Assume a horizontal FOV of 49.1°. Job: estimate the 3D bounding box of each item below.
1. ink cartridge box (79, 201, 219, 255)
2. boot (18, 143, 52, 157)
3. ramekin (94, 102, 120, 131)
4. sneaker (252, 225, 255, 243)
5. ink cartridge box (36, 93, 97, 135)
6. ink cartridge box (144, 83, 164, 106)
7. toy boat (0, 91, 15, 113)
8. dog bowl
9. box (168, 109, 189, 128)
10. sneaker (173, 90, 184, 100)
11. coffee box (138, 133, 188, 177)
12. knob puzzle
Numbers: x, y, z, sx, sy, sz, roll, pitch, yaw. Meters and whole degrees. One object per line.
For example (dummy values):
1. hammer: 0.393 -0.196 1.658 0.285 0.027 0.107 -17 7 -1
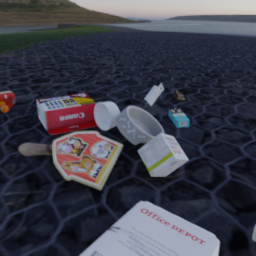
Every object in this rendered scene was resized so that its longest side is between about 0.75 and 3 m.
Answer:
1. ink cartridge box: 0.243 2.802 5.174 1.953 1.103 2.666 19 31 34
2. boot: -3.034 0.735 9.801 0.982 0.472 1.343 -5 -5 15
3. ramekin: -0.896 -0.542 12.124 0.605 1.240 1.240 -17 30 -38
4. sneaker: 4.162 2.446 6.173 2.308 0.921 1.502 -9 28 -19
5. ink cartridge box: -2.686 -0.683 12.683 2.364 0.991 2.076 -13 29 -26
6. ink cartridge box: 1.301 -1.688 13.895 0.229 1.130 1.128 39 1 16
7. toy boat: -6.331 -1.162 14.039 1.506 0.983 0.984 -20 61 -36
8. dog bowl: 0.505 -0.038 10.587 2.020 0.592 2.020 30 26 -17
9. box: 2.335 -0.468 12.986 0.579 0.346 1.408 -3 26 -7
10. sneaker: 2.881 -1.806 15.912 0.431 0.401 1.140 17 25 -11
11. coffee box: 1.082 0.858 8.722 0.967 0.969 0.958 15 40 -55
12. knob puzzle: -1.459 0.780 8.973 2.348 0.326 2.348 5 47 -5
